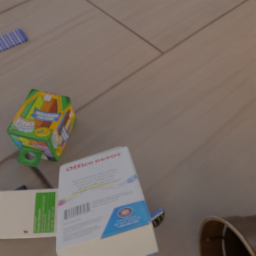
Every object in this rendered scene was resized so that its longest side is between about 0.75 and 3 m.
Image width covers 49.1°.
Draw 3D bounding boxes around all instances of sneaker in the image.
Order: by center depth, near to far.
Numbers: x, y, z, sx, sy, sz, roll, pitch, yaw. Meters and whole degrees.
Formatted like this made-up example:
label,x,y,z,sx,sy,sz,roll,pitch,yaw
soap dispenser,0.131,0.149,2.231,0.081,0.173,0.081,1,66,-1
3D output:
label,x,y,z,sx,sy,sz,roll,pitch,yaw
sneaker,0.515,2.823,8.607,1.340,0.526,0.597,-24,41,-16

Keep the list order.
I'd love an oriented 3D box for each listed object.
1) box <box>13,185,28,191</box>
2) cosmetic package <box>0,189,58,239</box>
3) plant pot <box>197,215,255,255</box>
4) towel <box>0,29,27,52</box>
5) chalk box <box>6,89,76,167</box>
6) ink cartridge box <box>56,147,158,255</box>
label,x,y,z,sx,sy,sz,roll,pitch,yaw
box,-3.692,2.642,8.890,1.399,0.357,1.103,-28,61,-16
cosmetic package,-3.101,2.497,8.085,2.437,1.034,1.311,-3,71,-2
plant pot,3.797,3.446,7.086,2.931,2.961,2.961,-8,58,-15
towel,-5.629,-4.210,13.344,1.453,0.173,1.052,-29,61,-17
chalk box,-3.047,0.134,9.791,1.534,1.523,2.457,12,58,9
ink cartridge box,-0.661,2.034,7.496,2.161,1.266,2.991,-17,33,-2
